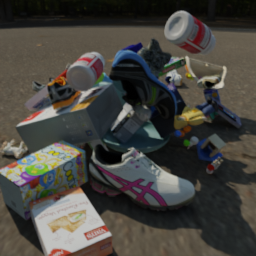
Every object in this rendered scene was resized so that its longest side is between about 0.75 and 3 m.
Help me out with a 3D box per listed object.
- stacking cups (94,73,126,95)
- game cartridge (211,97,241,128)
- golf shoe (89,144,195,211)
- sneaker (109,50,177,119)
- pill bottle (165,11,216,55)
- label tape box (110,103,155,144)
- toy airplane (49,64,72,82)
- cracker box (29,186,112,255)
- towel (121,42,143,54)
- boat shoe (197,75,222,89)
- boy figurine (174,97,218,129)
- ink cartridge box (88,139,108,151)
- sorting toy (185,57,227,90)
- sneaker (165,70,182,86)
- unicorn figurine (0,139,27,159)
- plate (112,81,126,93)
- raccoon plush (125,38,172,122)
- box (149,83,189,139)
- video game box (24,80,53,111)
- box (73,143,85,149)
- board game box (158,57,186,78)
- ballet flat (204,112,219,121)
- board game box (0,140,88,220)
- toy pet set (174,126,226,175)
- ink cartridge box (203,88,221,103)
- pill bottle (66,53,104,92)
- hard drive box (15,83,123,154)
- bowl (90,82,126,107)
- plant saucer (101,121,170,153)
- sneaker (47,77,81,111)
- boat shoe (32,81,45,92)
[{"bbox_3d":[-0.980,-1.807,11.577,2.537,0.768,0.768,33,10,-29],"label":"stacking cups"},{"bbox_3d":[3.827,-0.629,11.076,1.450,0.278,0.940,36,23,-1],"label":"game cartridge"},{"bbox_3d":[0.271,1.191,6.949,2.785,1.282,1.011,10,27,17],"label":"golf shoe"},{"bbox_3d":[0.420,-1.021,8.043,0.973,2.744,1.137,21,77,49],"label":"sneaker"},{"bbox_3d":[2.291,-3.284,10.021,1.929,1.083,1.083,10,13,-44],"label":"pill bottle"},{"bbox_3d":[0.121,-0.418,9.679,0.562,1.700,1.218,38,8,-24],"label":"label tape box"},{"bbox_3d":[-3.294,-2.616,15.067,1.633,1.158,1.641,-23,27,32],"label":"toy airplane"},{"bbox_3d":[-1.269,2.079,5.929,1.217,0.524,1.818,-14,30,-27],"label":"cracker box"},{"bbox_3d":[0.346,-2.222,11.289,0.538,2.173,1.605,-23,12,-18],"label":"towel"},{"bbox_3d":[2.416,-1.375,8.578,0.314,0.343,0.917,-41,13,-24],"label":"boat shoe"},{"bbox_3d":[1.999,-0.434,8.623,1.435,0.462,0.892,-25,44,-6],"label":"boy figurine"},{"bbox_3d":[-1.093,0.440,9.070,0.408,0.709,0.971,-34,34,-8],"label":"ink cartridge box"},{"bbox_3d":[3.209,-2.071,11.608,1.807,0.965,1.627,13,31,-8],"label":"sorting toy"},{"bbox_3d":[2.490,-2.973,16.346,0.805,0.688,1.827,-5,25,-10],"label":"sneaker"},{"bbox_3d":[-3.607,0.711,9.029,1.148,0.424,0.789,-8,33,18],"label":"unicorn figurine"},{"bbox_3d":[-0.118,-1.429,8.518,0.787,0.787,0.101,10,35,20],"label":"plate"},{"bbox_3d":[0.846,-1.606,9.332,1.407,1.949,2.909,32,23,-47],"label":"raccoon plush"},{"bbox_3d":[1.399,-0.651,9.950,1.306,0.921,1.765,-29,27,10],"label":"box"},{"bbox_3d":[-2.925,-1.101,9.977,1.297,0.304,1.181,-40,2,2],"label":"video game box"},{"bbox_3d":[-1.883,0.355,9.876,0.818,0.238,1.195,1,26,2],"label":"box"},{"bbox_3d":[1.214,-2.614,11.832,1.441,0.312,2.141,-28,26,-19],"label":"board game box"},{"bbox_3d":[3.327,-0.620,11.530,0.619,0.602,1.741,-8,8,33],"label":"ballet flat"},{"bbox_3d":[-2.100,1.234,7.154,1.016,0.998,1.937,19,31,34],"label":"board game box"},{"bbox_3d":[2.157,0.695,8.465,1.411,0.802,1.511,-21,61,-38],"label":"toy pet set"},{"bbox_3d":[3.581,-1.410,12.020,0.582,0.853,0.325,-13,26,22],"label":"ink cartridge box"},{"bbox_3d":[-1.253,-1.808,8.736,0.853,0.853,1.520,6,33,12],"label":"pill bottle"},{"bbox_3d":[-1.787,-0.307,8.918,2.671,1.026,2.082,-13,22,25],"label":"hard drive box"},{"bbox_3d":[-0.827,-1.109,10.938,1.884,0.986,1.884,13,-14,3],"label":"bowl"},{"bbox_3d":[0.218,0.307,9.768,2.470,0.339,2.470,1,22,0],"label":"plant saucer"},{"bbox_3d":[-2.014,-1.231,8.776,0.806,0.795,2.060,-21,21,3],"label":"sneaker"},{"bbox_3d":[-4.684,-2.182,14.995,1.287,0.413,0.474,20,32,36],"label":"boat shoe"}]
